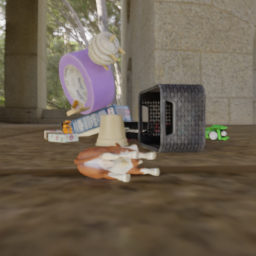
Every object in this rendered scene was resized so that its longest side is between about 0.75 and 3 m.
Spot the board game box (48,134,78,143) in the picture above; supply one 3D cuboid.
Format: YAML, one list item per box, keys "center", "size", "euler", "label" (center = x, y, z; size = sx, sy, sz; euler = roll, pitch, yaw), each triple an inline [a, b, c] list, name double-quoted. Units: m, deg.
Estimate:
- center: [-2.242, 0.339, 9.689]
  size: [0.850, 0.273, 0.627]
  euler: [2, 3, 38]
  label: "board game box"

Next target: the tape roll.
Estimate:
- center: [-1.705, -1.859, 11.290]
  size: [1.046, 2.462, 2.462]
  euler: [-27, 17, -34]
  label: "tape roll"

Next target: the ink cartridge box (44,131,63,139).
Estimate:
- center: [-2.970, 0.275, 11.139]
  size: [0.678, 0.309, 0.823]
  euler: [1, 2, -18]
  label: "ink cartridge box"

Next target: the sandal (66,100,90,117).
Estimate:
- center: [-1.319, -0.571, 7.291]
  size: [0.392, 0.352, 1.070]
  euler: [-24, 4, 19]
  label: "sandal"

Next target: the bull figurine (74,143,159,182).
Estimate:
- center: [-0.086, 0.433, 3.636]
  size: [0.796, 0.427, 1.311]
  euler: [1, 2, 32]
  label: "bull figurine"

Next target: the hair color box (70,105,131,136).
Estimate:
- center: [-1.188, -0.283, 12.083]
  size: [2.379, 0.720, 1.190]
  euler: [-18, -8, 28]
  label: "hair color box"

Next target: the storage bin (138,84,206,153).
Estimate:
- center: [1.015, -0.244, 7.278]
  size: [1.087, 1.568, 2.319]
  euler: [-1, 2, -10]
  label: "storage bin"

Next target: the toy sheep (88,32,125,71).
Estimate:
- center: [-0.770, -2.650, 9.469]
  size: [1.162, 1.162, 1.685]
  euler: [-1, -16, -31]
  label: "toy sheep"

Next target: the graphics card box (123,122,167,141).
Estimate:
- center: [0.659, 0.099, 10.292]
  size: [2.767, 0.704, 1.736]
  euler: [3, 2, 41]
  label: "graphics card box"

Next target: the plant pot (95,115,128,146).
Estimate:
- center: [-0.484, 0.058, 8.408]
  size: [0.986, 0.902, 0.986]
  euler: [0, 1, 0]
  label: "plant pot"

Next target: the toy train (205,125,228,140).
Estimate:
- center: [3.401, 0.194, 11.151]
  size: [0.715, 0.529, 2.534]
  euler: [-10, 0, 9]
  label: "toy train"

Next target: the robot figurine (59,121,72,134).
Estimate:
- center: [-2.630, -0.030, 14.992]
  size: [1.740, 0.699, 2.400]
  euler: [0, 1, 13]
  label: "robot figurine"
